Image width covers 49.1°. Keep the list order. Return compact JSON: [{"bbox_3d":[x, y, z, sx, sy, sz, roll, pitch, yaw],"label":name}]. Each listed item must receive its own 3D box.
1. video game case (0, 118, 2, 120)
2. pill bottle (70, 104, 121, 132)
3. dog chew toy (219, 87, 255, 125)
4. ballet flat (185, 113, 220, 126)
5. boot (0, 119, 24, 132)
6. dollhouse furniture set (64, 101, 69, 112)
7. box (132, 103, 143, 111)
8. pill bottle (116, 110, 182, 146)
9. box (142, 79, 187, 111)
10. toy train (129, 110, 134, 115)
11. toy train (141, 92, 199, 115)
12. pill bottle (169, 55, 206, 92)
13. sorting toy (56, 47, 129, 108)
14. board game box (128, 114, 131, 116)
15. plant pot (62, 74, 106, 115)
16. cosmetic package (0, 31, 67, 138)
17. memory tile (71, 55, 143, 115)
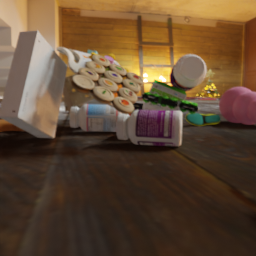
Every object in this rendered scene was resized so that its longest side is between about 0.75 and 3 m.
[{"bbox_3d":[-4.853,-0.214,10.865,1.577,0.150,1.126,-3,-8,-6],"label":"video game case"},{"bbox_3d":[-1.116,-0.344,9.772,1.737,0.945,0.945,2,8,-4],"label":"pill bottle"},{"bbox_3d":[5.086,-0.855,11.967,1.627,1.627,2.612,-2,16,-15],"label":"dog chew toy"},{"bbox_3d":[3.073,-0.313,11.772,1.632,0.545,0.547,0,-14,-16],"label":"ballet flat"},{"bbox_3d":[-4.129,-0.064,9.953,1.180,0.435,0.913,-7,11,-41],"label":"boot"},{"bbox_3d":[-2.885,-1.756,18.012,2.240,1.457,2.057,-3,8,-21],"label":"dollhouse furniture set"},{"bbox_3d":[0.315,-1.150,15.576,2.252,0.407,1.610,11,0,17],"label":"box"},{"bbox_3d":[0.588,-0.007,7.673,1.731,0.972,0.972,2,9,11],"label":"pill bottle"},{"bbox_3d":[1.506,-1.139,11.757,1.470,1.297,0.711,21,23,-2],"label":"box"},{"bbox_3d":[0.517,-0.743,14.972,1.795,0.375,0.506,6,0,36],"label":"toy train"},{"bbox_3d":[1.543,-0.956,10.351,2.141,0.447,0.604,15,18,8],"label":"toy train"},{"bbox_3d":[2.444,-2.241,11.570,1.299,1.299,2.309,0,1,3],"label":"pill bottle"},{"bbox_3d":[-1.222,-1.899,8.849,2.012,1.194,2.235,14,28,-43],"label":"sorting toy"},{"bbox_3d":[0.672,-0.146,8.959,1.408,0.326,1.067,1,-11,-2],"label":"board game box"},{"bbox_3d":[-1.683,-1.314,11.022,1.769,1.771,1.568,-19,-11,-7],"label":"plant pot"},{"bbox_3d":[-2.672,-1.183,8.262,0.665,2.576,1.942,2,-18,13],"label":"cosmetic package"},{"bbox_3d":[-0.472,-1.283,7.681,1.753,0.192,2.287,27,34,-5],"label":"memory tile"}]
